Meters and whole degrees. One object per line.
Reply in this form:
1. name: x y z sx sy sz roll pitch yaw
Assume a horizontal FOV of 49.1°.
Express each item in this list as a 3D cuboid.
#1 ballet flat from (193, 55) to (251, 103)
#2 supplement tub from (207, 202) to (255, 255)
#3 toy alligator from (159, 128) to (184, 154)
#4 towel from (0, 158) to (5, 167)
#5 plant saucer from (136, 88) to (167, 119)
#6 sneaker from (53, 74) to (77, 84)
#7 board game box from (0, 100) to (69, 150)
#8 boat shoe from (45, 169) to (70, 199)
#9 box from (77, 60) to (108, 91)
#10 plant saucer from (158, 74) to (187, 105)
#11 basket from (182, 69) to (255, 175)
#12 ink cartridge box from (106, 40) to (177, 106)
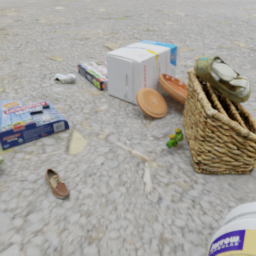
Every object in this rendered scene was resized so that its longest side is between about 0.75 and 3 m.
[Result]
1. ballet flat: 3.101 -1.443 8.522 2.521 0.891 0.891 26 24 -25
2. supplement tub: 2.013 2.622 4.079 1.954 1.954 2.688 14 35 21
3. toy alligator: 1.446 0.431 8.779 0.297 0.410 1.236 5 39 47
4. towel: -4.145 1.247 7.565 1.064 0.262 1.434 -3 29 29
5. plant saucer: 0.930 -0.976 10.657 1.367 0.221 1.367 17 52 -23
6. sneaker: -2.989 -2.289 13.286 1.146 0.439 0.463 3 39 18
7. board game box: -3.640 -0.410 10.005 2.312 0.713 2.311 -20 38 -28
8. boat shoe: -1.904 1.451 7.378 0.415 0.394 1.096 -26 41 -35
9. box: -1.311 -2.626 13.719 1.446 0.456 2.627 -18 37 -26
10. plant saucer: 2.122 -1.442 11.216 2.142 0.346 2.142 27 26 -14
11. basket: 2.916 -0.308 8.475 2.104 2.196 2.948 1 32 2
12. ink cartridge box: 0.605 -2.457 12.065 1.883 1.917 2.603 23 39 35
